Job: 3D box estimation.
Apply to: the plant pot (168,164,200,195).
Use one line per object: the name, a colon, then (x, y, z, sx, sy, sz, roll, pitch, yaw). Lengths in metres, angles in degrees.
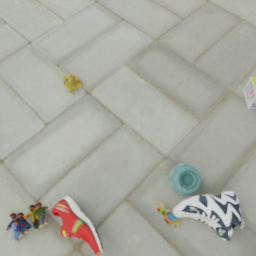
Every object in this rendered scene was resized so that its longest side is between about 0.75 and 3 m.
plant pot: (2.171, 1.940, 10.525, 1.227, 0.822, 1.227, 0, 81, 0)

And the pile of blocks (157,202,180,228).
pile of blocks: (1.455, 3.329, 10.506, 0.351, 0.463, 1.129, -37, 68, -18)

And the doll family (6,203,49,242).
doll family: (-3.741, 3.394, 10.360, 1.791, 0.703, 1.035, -24, 69, -9)

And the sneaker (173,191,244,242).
sneaker: (3.019, 3.347, 10.168, 2.520, 1.006, 1.640, -4, 52, -14)

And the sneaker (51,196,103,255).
sneaker: (-1.836, 3.607, 9.948, 1.070, 0.971, 2.521, -36, 59, -22)

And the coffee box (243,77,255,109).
coffee box: (6.110, -1.616, 12.845, 1.108, 1.096, 1.106, -1, 61, -1)

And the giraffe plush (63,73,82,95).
giraffe plush: (-2.772, -2.198, 13.299, 0.917, 0.862, 1.063, 24, 64, 12)
